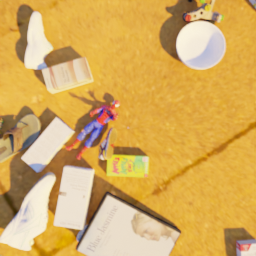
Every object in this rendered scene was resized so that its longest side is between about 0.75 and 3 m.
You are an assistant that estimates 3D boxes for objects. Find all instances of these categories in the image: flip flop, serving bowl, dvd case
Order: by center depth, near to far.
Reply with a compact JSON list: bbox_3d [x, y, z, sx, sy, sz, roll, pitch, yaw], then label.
[{"bbox_3d":[0.047,3.473,8.736,2.766,0.243,1.973,29,87,-7],"label":"dvd case"},{"bbox_3d":[-3.705,0.386,8.970,2.130,0.613,0.864,-37,87,-2],"label":"flip flop"},{"bbox_3d":[2.329,-2.638,9.222,1.575,0.518,1.575,0,86,-1],"label":"serving bowl"}]

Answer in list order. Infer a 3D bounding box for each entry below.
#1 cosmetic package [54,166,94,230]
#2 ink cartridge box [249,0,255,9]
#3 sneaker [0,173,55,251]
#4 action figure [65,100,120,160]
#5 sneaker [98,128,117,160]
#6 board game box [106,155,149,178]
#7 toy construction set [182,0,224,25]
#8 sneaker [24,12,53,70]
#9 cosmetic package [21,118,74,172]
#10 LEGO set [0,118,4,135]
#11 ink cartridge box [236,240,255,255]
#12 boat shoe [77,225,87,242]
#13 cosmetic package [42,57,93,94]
[{"bbox_3d":[-1.684,2.166,8.830,0.931,0.678,1.831,8,85,1],"label":"cosmetic package"},{"bbox_3d":[4.616,-4.522,9.324,0.976,0.561,1.344,-38,87,-2],"label":"ink cartridge box"},{"bbox_3d":[-2.880,2.604,8.759,1.053,0.924,2.627,31,93,-5],"label":"sneaker"},{"bbox_3d":[-1.040,-0.041,8.796,0.741,1.125,2.272,40,85,2],"label":"action figure"},{"bbox_3d":[-0.688,0.486,8.888,0.477,0.397,1.059,-2,66,38],"label":"sneaker"},{"bbox_3d":[-0.012,1.233,9.062,1.330,0.317,0.676,2,86,0],"label":"board game box"},{"bbox_3d":[2.590,-3.959,8.822,1.306,1.700,1.418,17,95,-4],"label":"toy construction set"},{"bbox_3d":[-2.890,-2.836,9.245,0.816,0.694,1.845,6,93,-11],"label":"sneaker"},{"bbox_3d":[-2.573,0.548,9.049,0.706,0.433,1.710,40,87,2],"label":"cosmetic package"},{"bbox_3d":[-4.340,0.024,9.006,0.459,0.609,0.792,12,94,-16],"label":"LEGO set"},{"bbox_3d":[3.837,4.082,8.832,0.683,0.396,0.947,-3,86,0],"label":"ink cartridge box"},{"bbox_3d":[-1.176,3.259,8.903,1.144,0.367,0.422,-37,87,-2],"label":"boat shoe"},{"bbox_3d":[-1.946,-1.695,9.101,1.450,0.633,0.749,-19,86,-1],"label":"cosmetic package"}]
